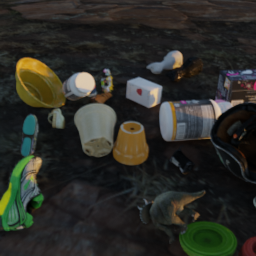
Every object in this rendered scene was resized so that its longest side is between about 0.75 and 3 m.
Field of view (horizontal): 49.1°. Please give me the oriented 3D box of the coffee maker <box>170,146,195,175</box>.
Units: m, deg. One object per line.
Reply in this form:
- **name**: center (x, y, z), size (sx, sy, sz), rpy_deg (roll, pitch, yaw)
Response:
- **coffee maker**: center (2.021, 1.192, 10.315), size (0.530, 0.755, 0.786), rpy_deg (-10, 35, -31)

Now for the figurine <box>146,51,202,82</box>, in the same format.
- **figurine**: center (2.779, -3.729, 17.315), size (2.533, 1.117, 2.596), rpy_deg (-30, 43, -30)

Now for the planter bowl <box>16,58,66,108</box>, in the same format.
- **planter bowl**: center (-4.604, -1.932, 13.952), size (1.205, 2.892, 2.892), rpy_deg (-34, 26, 24)

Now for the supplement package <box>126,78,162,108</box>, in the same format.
- **supplement package**: center (0.803, -1.841, 14.470), size (1.591, 0.965, 0.953), rpy_deg (28, 38, 34)

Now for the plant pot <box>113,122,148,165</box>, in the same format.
- **plant pot**: center (0.111, 0.508, 10.811), size (1.392, 1.275, 1.392), rpy_deg (2, 33, -1)

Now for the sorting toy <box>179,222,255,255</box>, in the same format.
- **sorting toy**: center (2.659, 3.445, 6.969), size (2.855, 1.172, 1.715), rpy_deg (4, 18, 27)

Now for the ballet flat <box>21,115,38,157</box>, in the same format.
- **ballet flat**: center (-3.834, 0.285, 11.001), size (0.607, 1.687, 0.607), rpy_deg (12, 7, -2)

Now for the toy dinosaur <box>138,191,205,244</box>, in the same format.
- **toy dinosaur**: center (1.099, 2.288, 7.666), size (1.244, 2.433, 0.936), rpy_deg (42, 46, 6)

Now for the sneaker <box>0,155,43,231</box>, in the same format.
- **sneaker**: center (-3.233, 2.053, 9.017), size (1.173, 1.074, 2.753), rpy_deg (6, 43, -4)

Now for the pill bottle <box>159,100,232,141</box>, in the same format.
- **pill bottle**: center (2.842, -0.333, 11.731), size (2.843, 1.654, 1.654), rpy_deg (-4, 35, -5)

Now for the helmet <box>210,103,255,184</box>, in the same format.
- **helmet**: center (4.358, 0.639, 9.567), size (2.545, 2.669, 2.669), rpy_deg (40, 29, -21)

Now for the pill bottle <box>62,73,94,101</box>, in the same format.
- **pill bottle**: center (-2.463, -2.043, 13.838), size (1.162, 1.162, 1.997), rpy_deg (-22, 8, -28)

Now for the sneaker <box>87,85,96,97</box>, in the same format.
- **sneaker**: center (-2.429, -2.499, 15.593), size (0.767, 0.865, 2.046), rpy_deg (-26, 42, -32)

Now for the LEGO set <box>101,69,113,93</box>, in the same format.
- **LEGO set**: center (-1.284, -2.417, 15.695), size (0.652, 0.806, 1.752), rpy_deg (-9, 53, 14)

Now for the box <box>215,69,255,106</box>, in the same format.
- **box**: center (5.927, -1.909, 13.989), size (2.575, 1.702, 1.477), rpy_deg (-4, 31, -5)

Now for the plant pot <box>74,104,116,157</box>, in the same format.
- **plant pot**: center (-1.254, 0.213, 11.156), size (1.749, 1.749, 1.601), rpy_deg (-5, 46, -7)

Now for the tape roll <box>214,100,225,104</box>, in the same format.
- **tape roll**: center (4.288, -0.740, 13.031), size (1.091, 0.464, 1.091), rpy_deg (6, 58, -9)

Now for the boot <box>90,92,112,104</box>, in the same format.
- **boot**: center (-1.256, -1.431, 14.371), size (1.001, 0.494, 1.289), rpy_deg (-24, 27, -20)

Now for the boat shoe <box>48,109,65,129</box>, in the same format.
- **boat shoe**: center (-3.271, -0.451, 12.480), size (0.576, 0.642, 1.734), rpy_deg (-2, 19, -25)

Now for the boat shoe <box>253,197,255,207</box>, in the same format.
- **boat shoe**: center (5.391, 2.242, 8.721), size (2.746, 0.827, 0.979), rpy_deg (3, 35, 4)
